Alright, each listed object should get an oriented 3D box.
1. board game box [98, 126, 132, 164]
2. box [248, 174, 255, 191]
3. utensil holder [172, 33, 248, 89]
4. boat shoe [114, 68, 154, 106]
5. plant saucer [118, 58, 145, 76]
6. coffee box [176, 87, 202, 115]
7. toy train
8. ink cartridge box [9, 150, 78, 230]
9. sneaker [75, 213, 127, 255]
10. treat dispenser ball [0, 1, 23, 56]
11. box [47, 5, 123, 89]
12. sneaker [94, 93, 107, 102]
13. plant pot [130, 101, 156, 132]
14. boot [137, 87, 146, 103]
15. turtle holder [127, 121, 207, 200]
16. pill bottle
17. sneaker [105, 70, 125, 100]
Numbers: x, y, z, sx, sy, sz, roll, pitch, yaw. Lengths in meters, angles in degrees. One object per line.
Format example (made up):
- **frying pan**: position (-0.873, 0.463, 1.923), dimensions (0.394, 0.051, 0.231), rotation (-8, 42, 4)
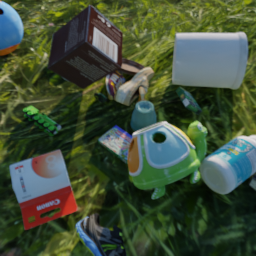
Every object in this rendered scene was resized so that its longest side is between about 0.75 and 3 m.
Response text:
- **board game box**: position (-0.259, 0.601, 10.393), dimensions (1.478, 0.215, 0.995), rotation (33, 56, 27)
- **box**: position (5.405, 1.969, 8.915), dimensions (1.877, 0.519, 2.342), rotation (-30, 54, -26)
- **utensil holder**: position (3.413, -2.952, 12.255), dimensions (2.807, 2.385, 2.385), rotation (4, 47, 7)
- **boat shoe**: position (0.452, -1.738, 12.198), dimensions (0.845, 0.900, 2.442), rotation (37, 60, 18)
- **plant saucer**: position (0.020, -2.870, 13.250), dimensions (1.712, 0.275, 1.712), rotation (13, 30, -8)
- **coffee box**: position (2.466, -1.116, 11.449), dimensions (0.771, 0.276, 1.254), rotation (27, 28, -30)
- **toy train**: position (-3.434, -0.309, 11.138), dimensions (1.952, 0.407, 0.550), rotation (31, 44, 25)
- **ink cartridge box**: position (-2.678, 1.858, 8.766), dimensions (1.687, 0.522, 2.081), rotation (-18, 56, -12)
- **sneaker**: position (-0.419, 3.216, 7.514), dimensions (1.010, 0.864, 2.437), rotation (-39, 55, -22)
- **treat dispenser ball**: position (-6.624, -4.948, 13.889), dimensions (2.638, 2.638, 2.638), rotation (0, 47, 0)
- **box**: position (-1.768, -3.284, 11.807), dimensions (2.436, 2.021, 2.000), rotation (-20, 57, 35)
- **sneaker**: position (-1.127, -1.338, 12.025), dimensions (0.351, 0.321, 0.823), rotation (-11, 30, -34)
- **plant pot**: position (0.612, -0.467, 10.867), dimensions (1.035, 0.972, 1.035), rotation (0, 48, 0)
- **boot**: position (0.495, -1.188, 11.368), dimensions (0.280, 0.571, 0.797), rotation (-2, 66, -26)
- **turtle holder**: position (1.232, 0.774, 8.534), dimensions (2.655, 1.886, 2.018), rotation (-21, 2, 12)
- **pill bottle**: position (3.558, 1.095, 9.224), dimensions (2.280, 1.263, 1.263), rotation (-28, 53, -25)
- **sneaker**: position (-0.549, -1.994, 12.466), dimensions (0.841, 0.699, 1.866), rotation (-7, 48, 2)
